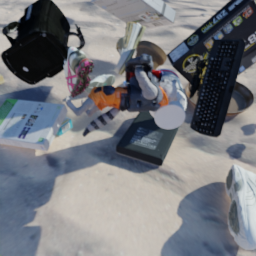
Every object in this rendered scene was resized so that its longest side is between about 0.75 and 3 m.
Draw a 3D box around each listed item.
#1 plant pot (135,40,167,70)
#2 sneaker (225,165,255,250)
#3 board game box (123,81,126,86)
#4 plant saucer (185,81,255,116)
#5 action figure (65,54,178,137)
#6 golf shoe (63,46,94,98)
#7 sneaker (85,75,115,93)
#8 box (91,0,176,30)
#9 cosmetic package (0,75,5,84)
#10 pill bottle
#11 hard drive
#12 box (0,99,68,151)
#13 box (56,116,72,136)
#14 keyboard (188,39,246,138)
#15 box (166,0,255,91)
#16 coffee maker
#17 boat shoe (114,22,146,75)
[{"bbox_3d":[0.649,-2.409,10.216,1.192,1.192,1.039,26,77,28],"label":"plant pot"},{"bbox_3d":[3.463,2.096,7.669,1.316,1.032,2.648,11,41,8],"label":"sneaker"},{"bbox_3d":[0.458,-2.228,13.585,0.871,0.211,1.151,32,49,33],"label":"board game box"},{"bbox_3d":[3.966,-1.371,12.336,2.950,0.473,2.950,-1,39,1],"label":"plant saucer"},{"bbox_3d":[0.019,-0.687,7.393,2.659,2.748,1.437,-13,78,5],"label":"action figure"},{"bbox_3d":[-1.582,-1.668,8.530,0.696,1.917,0.883,-35,78,-31],"label":"golf shoe"},{"bbox_3d":[-1.420,-2.061,13.161,0.708,0.621,1.766,20,37,38],"label":"sneaker"},{"bbox_3d":[0.253,-5.054,11.728,2.865,0.590,2.233,13,-3,-42],"label":"box"},{"bbox_3d":[-6.617,-2.237,13.454,0.581,0.392,1.104,29,47,31],"label":"cosmetic package"},{"bbox_3d":[1.123,-0.852,8.311,1.122,1.122,1.877,0,39,0],"label":"pill bottle"},{"bbox_3d":[0.828,0.249,10.378,1.711,0.403,2.452,15,41,18],"label":"hard drive"},{"bbox_3d":[-3.818,-0.180,10.412,2.641,0.480,1.906,8,53,15],"label":"box"},{"bbox_3d":[-3.086,-0.319,11.061,1.733,0.426,0.713,25,45,27],"label":"box"},{"bbox_3d":[2.063,-1.090,7.251,0.499,2.520,1.312,14,2,-40],"label":"keyboard"},{"bbox_3d":[3.140,-2.588,9.395,2.961,2.387,0.727,-38,46,22],"label":"box"},{"bbox_3d":[-2.789,-3.166,9.869,2.698,1.892,2.809,-9,46,-1],"label":"coffee maker"},{"bbox_3d":[-0.094,-3.070,10.752,0.777,0.849,2.271,25,70,-5],"label":"boat shoe"}]
